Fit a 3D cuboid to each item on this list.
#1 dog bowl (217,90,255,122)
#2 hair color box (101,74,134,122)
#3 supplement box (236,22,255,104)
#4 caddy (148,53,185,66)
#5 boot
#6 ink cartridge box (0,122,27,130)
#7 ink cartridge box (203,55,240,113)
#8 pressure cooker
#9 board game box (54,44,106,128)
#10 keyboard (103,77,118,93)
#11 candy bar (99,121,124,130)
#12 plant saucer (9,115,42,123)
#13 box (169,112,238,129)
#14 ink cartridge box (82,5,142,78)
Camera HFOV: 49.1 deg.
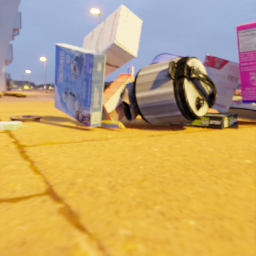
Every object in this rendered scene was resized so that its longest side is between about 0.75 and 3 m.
[{"bbox_3d":[5.630,-1.024,13.185,2.647,0.976,2.647,13,-3,1],"label":"dog bowl"},{"bbox_3d":[-0.417,-1.190,12.011,0.718,1.245,2.246,9,47,37],"label":"hair color box"},{"bbox_3d":[5.105,-2.499,10.493,1.515,2.932,1.484,3,20,39],"label":"supplement box"},{"bbox_3d":[2.079,-2.427,12.907,2.551,1.804,1.339,19,43,25],"label":"caddy"},{"bbox_3d":[0.427,-0.850,11.926,0.795,2.264,1.655,0,41,37],"label":"boot"},{"bbox_3d":[-4.859,-0.119,11.710,0.859,0.283,1.181,0,9,4],"label":"ink cartridge box"},{"bbox_3d":[3.806,-1.901,12.085,1.542,2.117,0.876,14,17,-8],"label":"ink cartridge box"},{"bbox_3d":[1.936,-1.403,10.890,2.866,2.560,2.521,-5,14,39],"label":"pressure cooker"},{"bbox_3d":[-2.041,-1.755,11.195,0.601,2.770,2.757,-12,27,-40],"label":"board game box"},{"bbox_3d":[-0.660,-1.430,12.583,2.607,1.357,0.517,-34,31,-30],"label":"keyboard"},{"bbox_3d":[-0.747,-0.122,11.217,1.648,0.411,0.183,7,53,49],"label":"candy bar"},{"bbox_3d":[-5.202,-0.462,14.268,1.625,0.261,1.625,-1,7,0],"label":"plant saucer"},{"bbox_3d":[3.354,-0.385,12.467,2.445,0.541,1.959,6,8,36],"label":"box"},{"bbox_3d":[-0.810,-3.331,11.468,1.133,1.945,2.690,26,-31,-33],"label":"ink cartridge box"}]
